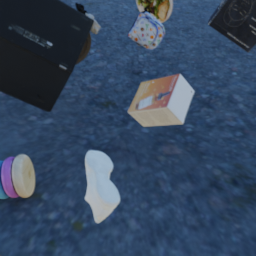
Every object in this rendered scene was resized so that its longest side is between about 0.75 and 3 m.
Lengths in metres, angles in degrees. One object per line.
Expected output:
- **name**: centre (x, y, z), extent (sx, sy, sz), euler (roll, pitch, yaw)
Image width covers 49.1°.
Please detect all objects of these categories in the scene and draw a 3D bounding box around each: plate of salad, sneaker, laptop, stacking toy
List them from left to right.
- **stacking toy**: centre (-3.977, 1.464, 7.465), extent (2.697, 1.151, 1.151), euler (-9, 38, -2)
- **laptop**: centre (-3.043, -2.483, 8.701), extent (2.790, 1.727, 2.980), euler (25, 76, -20)
- **sneaker**: centre (-0.646, 1.107, 5.543), extent (0.613, 0.721, 1.629), euler (17, 27, -23)
- **plate of salad**: centre (0.996, -5.290, 11.708), extent (1.934, 1.934, 0.464), euler (28, 54, 31)

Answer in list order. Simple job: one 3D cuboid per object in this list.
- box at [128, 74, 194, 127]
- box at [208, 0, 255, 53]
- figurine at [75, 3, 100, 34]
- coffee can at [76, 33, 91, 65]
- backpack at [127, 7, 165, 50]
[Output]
- **box**: centre (0.882, -0.706, 7.610), extent (1.437, 0.764, 1.094), euler (-5, 53, 47)
- **box**: centre (3.677, -3.569, 8.766), extent (1.635, 1.607, 1.013), euler (33, 37, -4)
- **figurine**: centre (-1.418, -3.828, 9.752), extent (0.397, 0.900, 0.923), euler (-42, 74, 0)
- **coffee can**: centre (-2.539, -3.485, 10.294), extent (1.704, 1.704, 2.329), euler (-16, 39, -20)
- **backpack**: centre (0.622, -3.010, 8.824), extent (1.043, 1.095, 0.843), euler (28, 36, -11)
